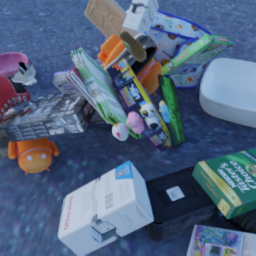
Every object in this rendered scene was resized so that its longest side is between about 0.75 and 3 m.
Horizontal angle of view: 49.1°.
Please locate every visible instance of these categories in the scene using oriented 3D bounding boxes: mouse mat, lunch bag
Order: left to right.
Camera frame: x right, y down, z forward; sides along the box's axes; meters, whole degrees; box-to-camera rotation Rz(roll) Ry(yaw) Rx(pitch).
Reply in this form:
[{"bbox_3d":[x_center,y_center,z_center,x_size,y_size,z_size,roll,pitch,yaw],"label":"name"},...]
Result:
[{"bbox_3d":[1.683,-2.845,10.607,2.715,2.308,1.681,22,51,7],"label":"lunch bag"},{"bbox_3d":[1.307,-0.502,8.222,0.078,2.069,1.665,-13,-1,24],"label":"mouse mat"}]

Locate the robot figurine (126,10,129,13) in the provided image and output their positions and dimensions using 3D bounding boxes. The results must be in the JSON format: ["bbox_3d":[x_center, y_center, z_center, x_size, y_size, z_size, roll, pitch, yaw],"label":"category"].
[{"bbox_3d":[0.193,-4.130,10.766,0.958,0.541,0.813,49,15,-3],"label":"robot figurine"}]

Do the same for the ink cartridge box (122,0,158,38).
[{"bbox_3d":[0.414,-3.575,8.946,0.549,0.951,1.311,22,91,18],"label":"ink cartridge box"}]

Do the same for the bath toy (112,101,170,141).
[{"bbox_3d":[0.214,-0.118,5.773,1.272,0.553,0.470,-24,2,15],"label":"bath toy"}]

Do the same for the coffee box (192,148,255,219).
[{"bbox_3d":[2.822,1.226,6.718,2.227,0.490,1.369,-8,43,-25],"label":"coffee box"}]

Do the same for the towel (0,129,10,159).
[{"bbox_3d":[-3.511,0.408,8.653,1.125,0.194,1.083,-15,57,-36],"label":"towel"}]

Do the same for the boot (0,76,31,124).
[{"bbox_3d":[-3.381,-0.431,7.625,1.769,0.888,2.452,0,63,-44],"label":"boot"}]

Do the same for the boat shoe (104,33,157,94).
[{"bbox_3d":[-0.112,-1.722,8.581,0.849,2.538,0.723,22,24,-47],"label":"boat shoe"}]

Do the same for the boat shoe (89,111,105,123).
[{"bbox_3d":[-1.518,-0.483,9.326,1.926,0.712,0.581,7,22,5],"label":"boat shoe"}]

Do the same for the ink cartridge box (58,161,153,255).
[{"bbox_3d":[-0.496,1.733,6.123,1.823,0.783,1.335,-31,26,11],"label":"ink cartridge box"}]

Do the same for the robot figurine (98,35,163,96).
[{"bbox_3d":[0.172,-2.117,9.871,2.544,1.830,1.484,39,26,-2],"label":"robot figurine"}]

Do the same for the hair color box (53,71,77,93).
[{"bbox_3d":[-1.798,-1.323,9.185,0.723,1.323,0.429,-5,67,15],"label":"hair color box"}]

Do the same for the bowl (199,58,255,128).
[{"bbox_3d":[4.066,-1.163,9.916,2.975,1.110,2.970,17,45,17],"label":"bowl"}]

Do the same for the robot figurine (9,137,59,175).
[{"bbox_3d":[-2.696,0.609,8.039,0.930,1.147,1.595,-32,55,14],"label":"robot figurine"}]

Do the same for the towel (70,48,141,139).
[{"bbox_3d":[-0.489,-0.859,7.014,0.348,1.694,2.270,-38,60,14],"label":"towel"}]

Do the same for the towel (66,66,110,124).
[{"bbox_3d":[-0.886,-0.985,7.267,0.240,1.518,2.107,-37,17,13],"label":"towel"}]

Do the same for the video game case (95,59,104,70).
[{"bbox_3d":[-0.215,-2.731,12.066,2.058,0.407,2.271,22,47,17],"label":"video game case"}]

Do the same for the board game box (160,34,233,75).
[{"bbox_3d":[1.978,-2.087,8.240,1.211,1.799,0.262,-9,76,-41],"label":"board game box"}]

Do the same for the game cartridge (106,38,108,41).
[{"bbox_3d":[-0.260,-4.285,13.330,1.595,1.062,0.326,-5,45,-6],"label":"game cartridge"}]

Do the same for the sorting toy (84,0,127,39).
[{"bbox_3d":[-0.701,-4.120,10.477,1.856,2.006,0.366,43,73,-13],"label":"sorting toy"}]

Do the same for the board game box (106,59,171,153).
[{"bbox_3d":[0.431,-0.549,8.089,0.672,2.370,1.959,-30,59,8],"label":"board game box"}]

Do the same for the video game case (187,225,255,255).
[{"bbox_3d":[1.938,2.923,5.560,1.698,0.221,1.866,-2,43,34],"label":"video game case"}]

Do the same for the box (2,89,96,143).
[{"bbox_3d":[-1.969,-0.400,7.556,2.145,0.534,1.691,-9,30,16],"label":"box"}]

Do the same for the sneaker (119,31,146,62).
[{"bbox_3d":[0.190,-2.093,7.457,0.359,0.480,1.070,-38,67,7],"label":"sneaker"}]

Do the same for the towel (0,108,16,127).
[{"bbox_3d":[-4.667,-0.153,8.707,2.224,0.383,1.474,-31,33,-26],"label":"towel"}]

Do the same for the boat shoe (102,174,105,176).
[{"bbox_3d":[-0.788,1.650,7.426,0.332,0.284,0.907,27,64,33],"label":"boat shoe"}]

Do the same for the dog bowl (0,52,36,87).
[{"bbox_3d":[-4.891,-2.399,11.521,2.017,0.744,2.017,0,43,0],"label":"dog bowl"}]

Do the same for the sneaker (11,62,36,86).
[{"bbox_3d":[-2.623,-1.387,6.906,0.937,0.541,0.352,17,40,36],"label":"sneaker"}]

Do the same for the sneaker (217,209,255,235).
[{"bbox_3d":[2.676,2.144,6.665,0.927,0.829,2.264,-17,36,-4],"label":"sneaker"}]

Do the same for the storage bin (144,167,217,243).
[{"bbox_3d":[1.160,1.828,6.846,1.781,0.835,1.204,-15,43,-15],"label":"storage bin"}]
